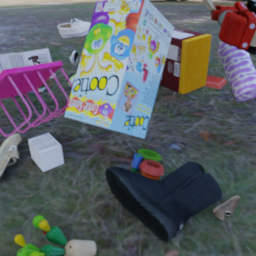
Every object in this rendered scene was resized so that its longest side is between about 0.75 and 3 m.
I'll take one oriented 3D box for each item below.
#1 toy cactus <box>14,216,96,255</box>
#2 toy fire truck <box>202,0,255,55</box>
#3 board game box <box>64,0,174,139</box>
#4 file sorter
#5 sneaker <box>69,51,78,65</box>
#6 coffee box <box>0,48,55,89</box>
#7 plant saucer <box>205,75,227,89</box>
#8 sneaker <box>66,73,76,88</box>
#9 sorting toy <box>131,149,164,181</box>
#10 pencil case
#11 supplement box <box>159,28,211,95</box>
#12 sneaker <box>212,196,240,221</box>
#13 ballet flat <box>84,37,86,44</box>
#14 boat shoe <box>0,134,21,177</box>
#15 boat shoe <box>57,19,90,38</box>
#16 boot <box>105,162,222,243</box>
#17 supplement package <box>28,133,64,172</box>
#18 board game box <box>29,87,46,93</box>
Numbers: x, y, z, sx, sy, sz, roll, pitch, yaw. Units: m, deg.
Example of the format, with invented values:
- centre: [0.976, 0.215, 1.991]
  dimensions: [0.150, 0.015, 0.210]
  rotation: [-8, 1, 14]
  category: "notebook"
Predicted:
- centre: [-1.304, 2.384, 5.160]
  dimensions: [1.424, 0.883, 1.726]
  rotation: [6, 21, -29]
  category: "toy cactus"
- centre: [2.496, -2.835, 7.002]
  dimensions: [1.941, 1.249, 1.708]
  rotation: [9, 41, 1]
  category: "toy fire truck"
- centre: [-0.168, -1.241, 6.161]
  dimensions: [1.343, 2.607, 1.367]
  rotation: [14, -2, 36]
  category: "board game box"
- centre: [-2.375, -0.718, 7.055]
  dimensions: [1.331, 1.201, 1.915]
  rotation: [-32, 2, 31]
  category: "file sorter"
- centre: [-2.317, -2.960, 11.814]
  dimensions: [0.375, 1.036, 0.372]
  rotation: [29, 75, -5]
  category: "sneaker"
- centre: [-3.831, -1.727, 9.176]
  dimensions: [2.572, 1.026, 1.454]
  rotation: [-15, 1, -20]
  category: "coffee box"
- centre: [4.122, -2.281, 13.709]
  dimensions: [1.177, 0.216, 1.179]
  rotation: [19, 35, 29]
  category: "plant saucer"
- centre: [-2.107, -2.268, 13.467]
  dimensions: [0.807, 0.699, 1.949]
  rotation: [40, 44, 15]
  category: "sneaker"
- centre: [0.490, 1.070, 7.632]
  dimensions: [0.823, 0.562, 1.369]
  rotation: [14, 17, -6]
  category: "sorting toy"
- centre: [3.611, -1.965, 9.022]
  dimensions: [0.944, 0.927, 2.209]
  rotation: [-8, 74, -9]
  category: "pencil case"
- centre: [2.279, -3.190, 13.067]
  dimensions: [1.603, 2.381, 2.414]
  rotation: [-23, 37, -31]
  category: "supplement box"
- centre: [2.323, 1.862, 6.454]
  dimensions: [0.830, 0.292, 0.313]
  rotation: [-20, 53, -24]
  category: "sneaker"
- centre: [-0.513, -2.617, 9.713]
  dimensions: [2.088, 0.775, 0.775]
  rotation: [32, 19, -25]
  category: "ballet flat"
- centre: [-3.455, 0.823, 7.941]
  dimensions: [0.618, 0.686, 1.903]
  rotation: [36, 23, -11]
  category: "boat shoe"
- centre: [-1.668, -3.245, 8.985]
  dimensions: [1.337, 0.467, 0.474]
  rotation: [1, 51, 24]
  category: "boat shoe"
- centre: [0.819, 1.355, 6.622]
  dimensions: [1.899, 0.863, 2.260]
  rotation: [-27, 46, -33]
  category: "boot"
- centre: [-2.360, 0.689, 8.044]
  dimensions: [0.648, 0.653, 0.861]
  rotation: [-21, 36, -32]
  category: "supplement package"
- centre: [-4.575, -2.069, 12.811]
  dimensions: [1.388, 0.728, 0.715]
  rotation: [0, 30, 1]
  category: "board game box"
